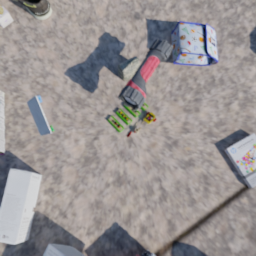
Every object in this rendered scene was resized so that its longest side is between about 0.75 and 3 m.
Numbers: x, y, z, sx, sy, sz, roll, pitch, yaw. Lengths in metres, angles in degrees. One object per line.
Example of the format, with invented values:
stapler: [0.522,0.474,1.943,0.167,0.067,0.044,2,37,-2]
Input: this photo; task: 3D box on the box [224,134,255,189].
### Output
box: [4.047,1.066,9.175,1.126,0.297,1.444,-28,76,-7]

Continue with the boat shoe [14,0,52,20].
boat shoe: [-4.029,-5.218,10.554,2.745,0.826,0.979,39,78,9]

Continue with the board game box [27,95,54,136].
board game box: [-2.180,-0.286,6.946,0.123,0.953,0.953,-25,99,-31]

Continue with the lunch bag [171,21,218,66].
lunch bag: [2.431,-2.951,9.918,1.574,0.974,1.338,4,75,-13]

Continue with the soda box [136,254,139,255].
soda box: [0.096,4.182,8.367,0.283,0.257,0.810,44,79,10]

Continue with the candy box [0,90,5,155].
candy box: [-4.972,-0.176,9.296,1.524,0.682,2.235,-7,75,-1]

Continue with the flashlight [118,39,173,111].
flashlight: [0.597,-1.662,8.516,0.789,0.792,2.331,35,75,-6]

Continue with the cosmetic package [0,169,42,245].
cosmetic package: [-3.286,2.332,8.466,0.752,1.033,2.032,9,77,2]

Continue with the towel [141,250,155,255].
towel: [0.631,4.553,7.949,1.443,0.746,1.742,-41,90,-8]

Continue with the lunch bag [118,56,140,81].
lunch bag: [0.037,-2.118,9.824,0.782,0.656,0.545,-30,77,-7]

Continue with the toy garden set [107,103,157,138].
toy garden set: [0.181,-0.335,9.549,1.383,0.276,1.153,-43,79,-10]

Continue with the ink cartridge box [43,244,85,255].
ink cartridge box: [-1.776,4.841,7.365,1.986,1.140,2.734,16,74,33]

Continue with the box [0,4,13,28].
box: [-5.394,-4.890,10.634,0.539,0.503,2.602,-41,79,-10]
